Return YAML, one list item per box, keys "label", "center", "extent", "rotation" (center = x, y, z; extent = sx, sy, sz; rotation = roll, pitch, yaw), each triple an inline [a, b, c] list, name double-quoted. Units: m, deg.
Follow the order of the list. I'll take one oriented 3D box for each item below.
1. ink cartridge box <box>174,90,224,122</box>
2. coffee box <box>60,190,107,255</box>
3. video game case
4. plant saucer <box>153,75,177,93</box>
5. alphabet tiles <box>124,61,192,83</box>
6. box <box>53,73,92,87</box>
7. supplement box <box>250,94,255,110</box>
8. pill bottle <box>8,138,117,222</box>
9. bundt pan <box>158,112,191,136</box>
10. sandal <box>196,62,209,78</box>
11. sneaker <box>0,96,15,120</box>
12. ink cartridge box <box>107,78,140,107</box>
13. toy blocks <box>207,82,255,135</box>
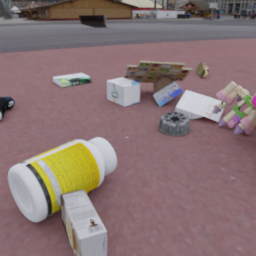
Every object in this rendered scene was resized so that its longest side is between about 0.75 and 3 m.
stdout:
- label: "ink cartridge box"
  center: [2.634, -0.721, 10.260]
  extent: [1.563, 0.392, 1.268]
  rotation: [23, 46, 15]
- label: "coffee box"
  center: [-0.796, 1.711, 4.867]
  extent: [0.474, 0.680, 1.189]
  rotation: [-8, 25, -25]
- label: "video game case"
  center: [1.597, -1.390, 11.414]
  extent: [1.083, 0.246, 0.982]
  rotation: [-33, 22, 9]
- label: "plant saucer"
  center: [1.564, -1.750, 11.925]
  extent: [1.017, 1.017, 0.186]
  rotation: [1, 15, 2]
- label: "alphabet tiles"
  center: [1.190, -2.265, 11.719]
  extent: [2.651, 0.084, 2.206]
  rotation: [1, -11, -7]
- label: "box"
  center: [-2.831, -2.432, 14.187]
  extent: [1.636, 0.297, 1.181]
  rotation: [-17, 29, -30]
- label: "supplement box"
  center: [4.845, -0.395, 7.425]
  extent: [2.586, 1.337, 1.309]
  rotation: [30, 28, -4]
- label: "pill bottle"
  center: [-1.281, 0.959, 5.914]
  extent: [1.173, 1.173, 2.086]
  rotation: [22, 33, 39]
- label: "bundt pan"
  center: [1.509, -0.189, 9.097]
  extent: [1.076, 0.404, 1.076]
  rotation: [-1, 33, 1]
- label: "sandal"
  center: [4.228, -3.084, 15.526]
  extent: [0.555, 0.618, 1.686]
  rotation: [28, 29, -15]
- label: "sneaker"
  center: [-4.621, -0.823, 10.347]
  extent: [0.982, 0.642, 1.756]
  rotation: [-17, 30, -34]
- label: "ink cartridge box"
  center: [-0.210, -1.498, 11.534]
  extent: [0.850, 0.846, 1.158]
  rotation: [-19, 31, -35]
- label: "toy blocks"
  center: [3.558, -0.411, 9.118]
  extent: [1.646, 1.386, 1.538]
  rotation: [6, 43, -51]
